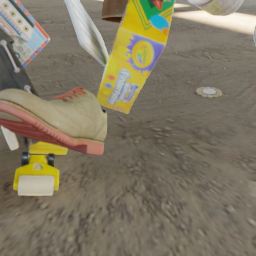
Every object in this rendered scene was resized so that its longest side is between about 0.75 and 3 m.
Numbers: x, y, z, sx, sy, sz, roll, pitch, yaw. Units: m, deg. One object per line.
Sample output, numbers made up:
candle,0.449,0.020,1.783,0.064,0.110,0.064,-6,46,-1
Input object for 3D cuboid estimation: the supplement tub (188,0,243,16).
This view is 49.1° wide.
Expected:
supplement tub,2.074,-3.300,6.684,1.024,1.024,1.412,29,20,39

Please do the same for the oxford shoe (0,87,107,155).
oxford shoe,-0.784,-0.173,3.282,0.722,0.767,2.050,14,-7,15

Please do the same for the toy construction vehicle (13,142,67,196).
toy construction vehicle,-2.412,0.639,5.842,2.299,0.930,2.641,2,32,-19

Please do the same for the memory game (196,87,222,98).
memory game,2.762,-1.227,9.577,0.872,0.056,0.872,-1,31,0

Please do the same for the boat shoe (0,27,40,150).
boat shoe,-2.036,-0.938,4.763,0.772,0.906,2.709,-18,79,-28

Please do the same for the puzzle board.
puzzle board,-3.313,-2.249,5.782,0.258,2.962,2.232,20,67,48

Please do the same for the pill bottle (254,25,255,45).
pill bottle,3.715,-2.319,6.375,1.410,1.410,2.530,8,5,13

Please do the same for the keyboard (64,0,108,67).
keyboard,-0.497,-1.302,4.106,0.148,0.779,2.768,-24,4,5

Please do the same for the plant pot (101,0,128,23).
plant pot,0.293,-4.449,8.455,2.158,2.309,2.158,3,16,-1

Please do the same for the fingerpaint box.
fingerpaint box,0.076,-1.115,3.765,0.547,1.491,1.244,18,61,-7
